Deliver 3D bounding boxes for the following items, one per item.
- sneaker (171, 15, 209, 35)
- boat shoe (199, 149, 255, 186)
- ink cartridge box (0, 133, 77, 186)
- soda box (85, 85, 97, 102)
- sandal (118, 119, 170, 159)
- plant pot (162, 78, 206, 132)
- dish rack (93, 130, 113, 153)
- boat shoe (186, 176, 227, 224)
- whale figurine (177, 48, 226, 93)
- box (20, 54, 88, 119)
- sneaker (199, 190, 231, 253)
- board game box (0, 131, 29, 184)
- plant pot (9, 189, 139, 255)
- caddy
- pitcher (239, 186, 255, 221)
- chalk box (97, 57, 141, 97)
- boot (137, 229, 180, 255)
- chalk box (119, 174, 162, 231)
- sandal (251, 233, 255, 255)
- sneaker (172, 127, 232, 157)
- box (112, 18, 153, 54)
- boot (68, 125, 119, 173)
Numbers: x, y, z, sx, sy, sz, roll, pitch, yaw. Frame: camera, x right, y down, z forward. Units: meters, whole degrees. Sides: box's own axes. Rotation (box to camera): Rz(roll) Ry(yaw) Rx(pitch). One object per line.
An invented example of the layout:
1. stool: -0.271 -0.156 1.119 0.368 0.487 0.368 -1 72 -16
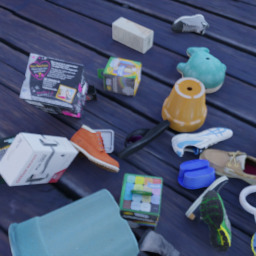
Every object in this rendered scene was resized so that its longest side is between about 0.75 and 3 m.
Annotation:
1. sneaker: 3.469 -5.446 15.146 2.105 0.790 1.216 -22 59 -17
2. boat shoe: 4.002 1.298 10.073 2.763 0.917 1.023 18 56 13
3. ink cartridge box: -2.930 1.068 9.270 0.852 2.055 1.509 44 106 26
4. soda box: -2.179 -1.447 12.362 1.533 0.486 0.543 -9 55 -6
5. sandal: 0.505 0.351 10.691 2.685 1.009 0.643 -32 73 -34
6. plant pot: 2.354 -1.034 11.322 1.823 1.669 1.823 0 54 0
7. dish rack: -1.038 0.572 11.038 0.932 0.236 1.086 -1 54 1
8. boat shoe: 2.758 2.413 9.409 1.946 0.726 0.606 -41 66 -19
9. whale figurine: 3.398 -2.929 12.833 2.274 1.483 2.859 3 53 2
10. box: -2.611 -1.440 10.520 1.876 2.839 1.629 12 84 -3
11. sneaker: 2.729 2.802 8.692 0.727 1.862 0.793 -9 7 30
12. board game box: -4.938 1.261 10.439 2.712 0.382 1.834 -16 55 -11
13. plant pot: -1.320 3.153 7.538 2.651 2.706 2.706 -27 58 -16
14. caddy: 2.431 1.691 9.956 1.327 0.697 0.938 -10 31 -7
15. pitcher: 5.393 2.445 8.864 2.975 1.803 2.552 -26 47 -5
16. chalk box: -0.452 -2.334 12.609 1.844 1.147 1.142 14 55 8
17. boot: 0.953 3.477 8.066 1.115 1.694 0.591 34 93 26
18. chalk box: 0.392 2.238 8.728 1.225 1.963 1.217 8 53 5
19. sandal: 4.097 3.869 8.318 0.668 0.731 1.680 6 52 7
20. sneaker: 2.878 0.544 10.739 2.420 0.870 0.877 -12 69 -9
21. box: 0.211 -4.815 14.552 2.073 0.984 0.806 33 60 20
22. boot: -1.111 0.753 10.290 2.196 0.824 1.178 31 73 14
